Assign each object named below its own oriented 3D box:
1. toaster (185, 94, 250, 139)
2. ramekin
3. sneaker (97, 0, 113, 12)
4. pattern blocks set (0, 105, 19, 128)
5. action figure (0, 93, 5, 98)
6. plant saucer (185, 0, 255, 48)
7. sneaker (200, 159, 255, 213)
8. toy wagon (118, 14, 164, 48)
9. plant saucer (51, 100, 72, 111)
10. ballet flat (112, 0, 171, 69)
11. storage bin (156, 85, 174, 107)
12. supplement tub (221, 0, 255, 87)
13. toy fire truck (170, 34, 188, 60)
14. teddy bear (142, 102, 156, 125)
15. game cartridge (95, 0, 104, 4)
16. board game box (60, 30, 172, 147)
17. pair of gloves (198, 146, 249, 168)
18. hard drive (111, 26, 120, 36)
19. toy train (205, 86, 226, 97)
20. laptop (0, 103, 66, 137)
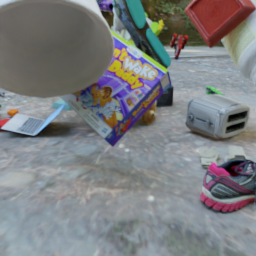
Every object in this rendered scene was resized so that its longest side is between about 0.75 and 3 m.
[{"bbox_3d":[2.940,-0.382,9.019,2.028,1.152,1.310,-11,27,-34],"label":"toaster"},{"bbox_3d":[-1.384,-1.547,4.674,2.169,2.169,1.057,-6,62,-16],"label":"ramekin"},{"bbox_3d":[-0.824,-5.050,11.499,1.341,0.541,0.559,18,28,23],"label":"sneaker"},{"bbox_3d":[-5.369,-0.361,10.197,2.574,0.237,2.928,-5,21,-14],"label":"pattern blocks set"},{"bbox_3d":[-3.789,-1.093,8.047,0.543,0.835,0.290,18,10,-5],"label":"action figure"},{"bbox_3d":[2.364,-3.216,7.557,0.275,1.497,1.494,-8,-25,-48],"label":"plant saucer"},{"bbox_3d":[2.533,1.005,5.633,2.284,0.853,0.921,-9,22,-25],"label":"sneaker"},{"bbox_3d":[0.334,-3.545,10.750,2.338,1.814,0.463,-3,-23,32],"label":"toy wagon"},{"bbox_3d":[-2.214,-1.321,12.808,0.985,0.267,2.818,10,22,24],"label":"plant saucer"},{"bbox_3d":[0.143,-2.467,7.178,0.988,2.662,0.988,-26,28,15],"label":"ballet flat"},{"bbox_3d":[1.231,-1.584,12.658,1.222,0.848,1.808,-3,21,-10],"label":"storage bin"},{"bbox_3d":[3.746,-2.565,7.841,1.938,1.938,2.673,-7,60,-18],"label":"supplement tub"},{"bbox_3d":[1.905,-3.056,10.705,0.545,0.816,0.972,10,-15,1],"label":"toy fire truck"},{"bbox_3d":[0.842,-0.649,10.080,0.419,0.909,1.254,7,18,15],"label":"teddy bear"},{"bbox_3d":[-1.032,-2.949,6.037,1.235,0.801,0.237,-27,41,4],"label":"game cartridge"},{"bbox_3d":[-0.660,-1.115,5.824,2.587,1.740,0.579,41,-5,23],"label":"board game box"},{"bbox_3d":[2.438,0.778,7.180,1.225,0.215,1.042,0,24,7],"label":"pair of gloves"},{"bbox_3d":[-0.284,-2.696,8.669,0.158,0.796,1.206,-21,13,6],"label":"hard drive"},{"bbox_3d":[4.269,-1.695,13.680,0.512,0.379,1.815,8,19,-9],"label":"toy train"},{"bbox_3d":[-3.054,-0.439,9.281,1.664,0.965,1.558,13,19,-7],"label":"laptop"}]
